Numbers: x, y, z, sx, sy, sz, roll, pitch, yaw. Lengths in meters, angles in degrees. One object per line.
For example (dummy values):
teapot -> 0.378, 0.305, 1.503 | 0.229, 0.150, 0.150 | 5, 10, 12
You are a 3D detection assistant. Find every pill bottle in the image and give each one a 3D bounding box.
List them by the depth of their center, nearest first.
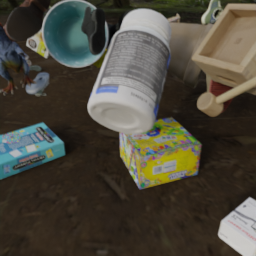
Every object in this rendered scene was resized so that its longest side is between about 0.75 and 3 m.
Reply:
pill bottle -> 0.164, -1.483, 7.219 | 1.675, 1.675, 2.945 | 9, 65, 16

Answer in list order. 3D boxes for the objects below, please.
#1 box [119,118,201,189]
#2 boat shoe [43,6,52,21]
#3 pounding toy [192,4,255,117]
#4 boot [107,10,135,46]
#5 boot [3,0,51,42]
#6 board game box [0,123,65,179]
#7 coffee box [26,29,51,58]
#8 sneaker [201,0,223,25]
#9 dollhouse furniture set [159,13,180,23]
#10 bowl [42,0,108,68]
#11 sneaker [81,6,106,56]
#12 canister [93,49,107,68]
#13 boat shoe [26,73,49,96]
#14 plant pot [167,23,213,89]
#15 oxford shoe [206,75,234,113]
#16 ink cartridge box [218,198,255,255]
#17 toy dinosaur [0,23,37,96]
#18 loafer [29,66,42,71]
box -> 0.880, 0.670, 8.433 | 1.853, 1.130, 1.785 | -10, 31, -16
boat shoe -> -3.081, -4.254, 10.822 | 2.208, 0.789, 0.726 | -14, 57, -50
pounding toy -> 2.686, -1.306, 6.453 | 1.225, 2.678, 2.352 | 31, 5, -36
boot -> -0.348, -3.740, 10.753 | 1.971, 0.992, 2.636 | 2, 9, 19
boot -> -3.122, -2.511, 7.488 | 2.190, 0.703, 2.041 | -20, 37, 36
board game box -> -3.449, 0.687, 9.019 | 2.248, 0.527, 1.697 | -20, 35, -31
coffee box -> -3.578, -3.910, 12.157 | 1.083, 1.094, 1.095 | 33, 42, -2
sneaker -> 3.284, -4.366, 10.428 | 0.610, 0.456, 1.360 | 17, 69, 41
dollhouse furniture set -> 1.905, -3.908, 11.499 | 1.627, 1.907, 0.931 | -21, 76, -8
bowl -> -1.973, -3.497, 10.607 | 2.348, 2.348, 1.228 | -5, 15, -9
sneaker -> -0.891, -2.421, 6.990 | 0.418, 1.393, 0.727 | 8, -6, -37
canister -> -1.663, -3.485, 12.058 | 1.813, 0.785, 1.347 | 40, 20, -2
boat shoe -> -2.803, -1.231, 8.776 | 0.496, 0.573, 1.344 | 3, 32, -1
plant pot -> 1.990, -2.896, 10.318 | 2.011, 2.318, 2.318 | 25, 35, 11
oxford shoe -> 2.782, -1.676, 8.583 | 0.864, 2.453, 0.917 | 5, 7, -15
ink cartridge box -> 2.759, 2.232, 6.291 | 1.199, 0.504, 0.872 | -22, 36, -34
toy dinosaur -> -3.219, -1.884, 7.141 | 1.222, 2.112, 2.327 | -18, 41, -15
loafer -> -5.588, -3.639, 16.984 | 0.939, 0.338, 0.295 | 11, 25, 23
